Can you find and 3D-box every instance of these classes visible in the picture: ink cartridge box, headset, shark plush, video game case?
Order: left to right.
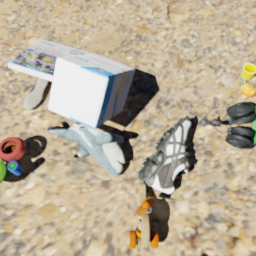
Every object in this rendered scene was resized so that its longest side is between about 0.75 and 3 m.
[{"bbox_3d":[-3.079,-2.693,11.219,2.444,0.281,2.227,19,46,10],"label":"video game case"},{"bbox_3d":[-1.455,0.510,9.198,2.978,1.353,1.240,19,91,6],"label":"shark plush"},{"bbox_3d":[-1.119,-1.324,9.238,1.725,1.717,2.351,23,24,14],"label":"ink cartridge box"},{"bbox_3d":[3.447,-0.091,9.077,2.519,1.184,1.556,1,91,-40],"label":"headset"}]

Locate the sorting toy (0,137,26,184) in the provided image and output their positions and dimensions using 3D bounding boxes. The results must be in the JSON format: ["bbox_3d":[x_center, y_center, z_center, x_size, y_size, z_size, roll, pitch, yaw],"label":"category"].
[{"bbox_3d":[-3.799,1.186,8.819,1.104,0.754,1.837,22,65,17],"label":"sorting toy"}]

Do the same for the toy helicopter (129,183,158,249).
[{"bbox_3d":[0.414,2.319,7.935,0.789,1.323,2.001,0,39,-1],"label":"toy helicopter"}]

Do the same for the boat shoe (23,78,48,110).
[{"bbox_3d":[-3.509,-1.300,10.639,0.522,0.445,1.560,32,62,-22],"label":"boat shoe"}]

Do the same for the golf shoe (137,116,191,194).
[{"bbox_3d":[1.489,0.854,9.062,1.328,1.093,2.811,38,65,-1],"label":"golf shoe"}]

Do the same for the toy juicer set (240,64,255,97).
[{"bbox_3d":[5.526,-1.493,10.530,2.612,0.711,1.662,17,60,10],"label":"toy juicer set"}]
